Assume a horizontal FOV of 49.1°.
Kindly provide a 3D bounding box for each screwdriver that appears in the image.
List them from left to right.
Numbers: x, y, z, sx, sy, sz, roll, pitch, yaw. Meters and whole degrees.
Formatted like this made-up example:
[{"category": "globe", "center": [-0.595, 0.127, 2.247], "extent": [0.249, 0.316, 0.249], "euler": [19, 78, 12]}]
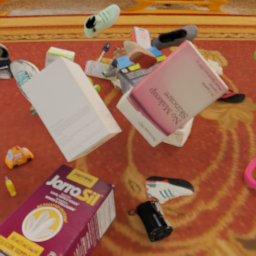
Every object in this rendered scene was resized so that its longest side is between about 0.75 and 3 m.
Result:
[{"category": "screwdriver", "center": [-0.943, -2.837, 10.492], "extent": [0.270, 0.281, 1.933], "euler": [-6, 29, 13]}]

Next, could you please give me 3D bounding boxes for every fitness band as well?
[{"category": "fitness band", "center": [4.525, 1.495, 9.080], "extent": [1.226, 0.319, 1.707], "euler": [27, 43, 35]}]

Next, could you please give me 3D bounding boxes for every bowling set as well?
[{"category": "bowling set", "center": [-0.377, -3.288, 12.057], "extent": [0.834, 0.447, 0.580], "euler": [-23, 83, -46]}]

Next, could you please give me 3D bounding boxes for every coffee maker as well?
[{"category": "coffee maker", "center": [0.597, 2.521, 7.493], "extent": [0.920, 0.645, 0.958], "euler": [-27, 39, -3]}]

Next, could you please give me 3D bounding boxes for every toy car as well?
[{"category": "toy car", "center": [-3.539, 1.238, 9.126], "extent": [0.932, 0.632, 1.900], "euler": [-14, 38, -18]}]

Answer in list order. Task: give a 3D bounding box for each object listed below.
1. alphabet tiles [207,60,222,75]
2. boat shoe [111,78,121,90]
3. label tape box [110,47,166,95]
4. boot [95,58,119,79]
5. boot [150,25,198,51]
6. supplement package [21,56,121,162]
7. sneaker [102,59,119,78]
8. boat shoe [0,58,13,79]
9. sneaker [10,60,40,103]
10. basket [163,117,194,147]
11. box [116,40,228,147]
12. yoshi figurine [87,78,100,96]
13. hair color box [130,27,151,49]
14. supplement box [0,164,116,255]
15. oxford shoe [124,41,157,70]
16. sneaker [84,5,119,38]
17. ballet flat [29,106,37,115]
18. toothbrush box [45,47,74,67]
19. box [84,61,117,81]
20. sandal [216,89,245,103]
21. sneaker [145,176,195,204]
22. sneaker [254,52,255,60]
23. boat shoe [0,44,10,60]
[{"category": "alphabet tiles", "center": [3.366, -2.357, 11.073], "extent": [0.785, 0.057, 0.767], "euler": [18, 60, -13]}, {"category": "boat shoe", "center": [-0.507, -2.162, 13.825], "extent": [0.535, 0.524, 1.511], "euler": [5, 12, -23]}, {"category": "label tape box", "center": [0.849, -1.578, 9.720], "extent": [1.963, 0.862, 2.723], "euler": [-23, 51, -20]}, {"category": "boot", "center": [-0.341, -3.089, 14.910], "extent": [2.059, 1.012, 2.875], "euler": [-7, 24, -33]}, {"category": "boot", "center": [1.924, -3.395, 10.438], "extent": [2.053, 0.716, 1.351], "euler": [-25, 11, -9]}, {"category": "supplement package", "center": [-1.363, -0.458, 7.042], "extent": [1.271, 2.173, 1.275], "euler": [-33, -4, 11]}, {"category": "sneaker", "center": [-0.613, -1.925, 9.386], "extent": [0.526, 0.910, 0.342], "euler": [-20, 70, -16]}, {"category": "boat shoe", "center": [-7.390, -3.354, 14.825], "extent": [2.657, 1.232, 0.992], "euler": [1, 36, 0]}, {"category": "sneaker", "center": [-3.144, -1.442, 8.929], "extent": [1.993, 0.773, 0.860], "euler": [49, 11, 7]}, {"category": "basket", "center": [1.871, 0.001, 10.646], "extent": [0.889, 0.809, 1.311], "euler": [16, 38, 21]}, {"category": "box", "center": [1.124, -0.913, 7.432], "extent": [1.535, 2.401, 1.308], "euler": [47, 20, -9]}, {"category": "yoshi figurine", "center": [-2.197, -1.597, 12.564], "extent": [1.210, 1.205, 2.153], "euler": [15, 36, 30]}, {"category": "hair color box", "center": [0.588, -3.752, 12.409], "extent": [0.745, 0.449, 1.467], "euler": [7, 57, -21]}, {"category": "supplement box", "center": [-1.682, 2.424, 6.885], "extent": [1.747, 1.377, 2.668], "euler": [17, 40, 21]}, {"category": "oxford shoe", "center": [0.347, -1.898, 7.239], "extent": [0.521, 0.500, 1.413], "euler": [62, 19, 16]}, {"category": "sneaker", "center": [-1.036, -4.399, 11.315], "extent": [1.781, 0.655, 1.051], "euler": [-42, 5, -1]}, {"category": "ballet flat", "center": [-2.046, -0.970, 8.458], "extent": [2.138, 0.805, 0.725], "euler": [-17, -3, -39]}, {"category": "toothbrush box", "center": [-2.865, -2.898, 11.850], "extent": [1.037, 0.613, 1.424], "euler": [11, 21, -11]}, {"category": "box", "center": [-1.070, -2.245, 11.062], "extent": [1.134, 0.548, 0.997], "euler": [11, 8, -18]}, {"category": "sandal", "center": [4.472, -1.538, 13.018], "extent": [1.972, 0.444, 0.740], "euler": [4, 34, 5]}, {"category": "sneaker", "center": [0.994, 1.539, 6.734], "extent": [1.261, 0.590, 0.444], "euler": [4, 14, 31]}, {"category": "sneaker", "center": [4.904, -2.714, 9.516], "extent": [1.107, 2.988, 1.248], "euler": [-34, 36, -30]}, {"category": "boat shoe", "center": [-4.216, -2.607, 8.314], "extent": [0.611, 1.979, 0.720], "euler": [19, 78, 10]}]
